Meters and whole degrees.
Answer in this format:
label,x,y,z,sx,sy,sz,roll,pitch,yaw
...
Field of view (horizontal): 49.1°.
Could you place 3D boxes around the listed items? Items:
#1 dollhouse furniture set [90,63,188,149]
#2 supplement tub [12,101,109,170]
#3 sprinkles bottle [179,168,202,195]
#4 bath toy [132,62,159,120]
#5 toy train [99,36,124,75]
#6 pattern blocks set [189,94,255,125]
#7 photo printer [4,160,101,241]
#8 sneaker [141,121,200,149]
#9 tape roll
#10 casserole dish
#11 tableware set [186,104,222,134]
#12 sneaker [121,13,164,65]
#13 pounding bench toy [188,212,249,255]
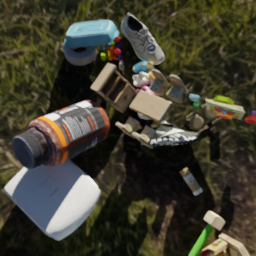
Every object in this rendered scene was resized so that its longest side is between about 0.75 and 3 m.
label,x,y,z,sx,sy,sz,roll,pitch,yaw
dollhouse furniture set,0.192,-0.867,7.994,2.135,1.389,1.961,28,82,41
supplement tub,-1.790,0.191,7.698,1.359,1.359,2.541,51,43,10
sprinkles bottle,1.899,1.621,8.482,0.284,0.284,0.832,-31,79,-7
bath toy,0.650,-1.146,8.961,0.824,0.700,1.895,-13,73,29
toy train,-0.564,-2.366,9.344,0.763,0.558,1.319,-6,80,12
pattern blocks set,2.791,-0.520,8.088,1.997,1.755,0.162,16,82,32
photo printer,-2.063,1.839,7.948,2.283,0.793,1.899,38,72,18
sneaker,1.287,0.145,8.655,1.863,0.619,0.843,-5,79,0
tape roll,-1.602,-2.605,9.326,1.083,0.358,1.083,1,62,-2
casserole dish,-1.214,-3.027,8.887,1.818,0.353,1.101,-1,47,14
tableware set,2.412,-0.348,8.982,1.074,0.215,0.710,-34,96,-2
sneaker,0.442,-2.907,9.260,0.737,0.809,1.973,-42,85,-9
pounding bench toy,2.138,3.634,7.357,1.792,1.427,2.298,-29,82,-6
